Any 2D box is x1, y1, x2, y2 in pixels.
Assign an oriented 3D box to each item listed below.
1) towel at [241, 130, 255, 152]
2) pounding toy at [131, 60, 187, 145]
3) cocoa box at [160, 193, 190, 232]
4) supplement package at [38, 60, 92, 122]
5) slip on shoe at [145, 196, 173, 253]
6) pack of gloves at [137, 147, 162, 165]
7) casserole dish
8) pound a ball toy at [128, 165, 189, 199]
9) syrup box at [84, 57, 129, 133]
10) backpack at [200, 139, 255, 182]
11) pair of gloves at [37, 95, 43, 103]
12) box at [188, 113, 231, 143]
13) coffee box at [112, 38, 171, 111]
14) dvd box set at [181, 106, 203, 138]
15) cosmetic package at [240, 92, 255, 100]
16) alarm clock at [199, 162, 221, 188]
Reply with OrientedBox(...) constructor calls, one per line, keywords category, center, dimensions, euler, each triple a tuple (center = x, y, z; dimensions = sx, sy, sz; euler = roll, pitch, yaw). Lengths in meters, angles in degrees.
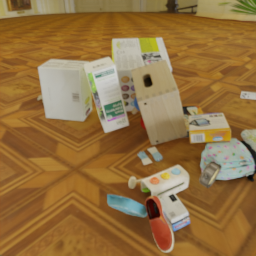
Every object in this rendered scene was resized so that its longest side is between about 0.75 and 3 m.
OrientedBox(category="towel", center=(5.956, 0.757, 10.713), dimensions=(2.539, 0.611, 2.173), euler=(-1, 27, -2))
OrientedBox(category="pounding toy", center=(0.976, -1.021, 11.739), dimensions=(2.122, 2.748, 2.985), euler=(-16, 41, 7))
OrientedBox(category="cocoa box", center=(1.281, 2.353, 7.877), dimensions=(0.545, 0.536, 0.818), euler=(-22, 34, -10))
OrientedBox(category="supplement package", center=(-2.861, -1.778, 13.162), dimensions=(1.943, 2.495, 1.383), euler=(6, 30, 10))
OrientedBox(category="slip on shoe", center=(0.769, 2.480, 7.301), dimensions=(0.543, 0.449, 1.466), euler=(-26, 61, 21))
OrientedBox(category="pack of gloves", center=(0.823, 1.112, 10.571), dimensions=(0.777, 0.182, 0.924), euler=(-17, 29, -10))
OrientedBox(category="casserole dish", center=(-0.005, 2.176, 7.709), dimensions=(0.880, 1.453, 0.282), euler=(0, 64, 36))
OrientedBox(category="pound a ball toy", center=(0.959, 1.648, 8.963), dimensions=(1.665, 0.707, 1.085), euler=(-17, 36, -24))
OrientedBox(category="syrup box", center=(-0.891, -1.345, 11.842), dimensions=(1.142, 2.900, 1.181), euler=(-18, 33, -7))
OrientedBox(category="backpack", center=(3.371, 1.076, 9.567), dimensions=(1.835, 1.161, 1.531), euler=(-8, 33, -10))
OrientedBox(category="pair of gloves", center=(-3.684, -1.861, 15.424), dimensions=(2.065, 0.426, 2.429), euler=(0, 28, 6))
OrientedBox(category="box", center=(2.968, -0.060, 10.478), dimensions=(1.361, 0.474, 2.286), euler=(-5, 16, 13))
OrientedBox(category="coffee box", center=(0.508, -2.637, 13.882), dimensions=(2.578, 2.603, 2.607), euler=(-3, 49, -4))
OrientedBox(category="dvd box set", center=(2.681, -0.324, 12.682), dimensions=(1.636, 0.329, 2.235), euler=(-4, 32, 1))
OrientedBox(category="cosmetic package", center=(6.624, -1.765, 15.329), dimensions=(0.822, 0.339, 0.208), euler=(6, 33, 12))
OrientedBox(category="alarm clock", center=(2.411, 1.403, 8.381), dimensions=(0.394, 0.798, 1.182), euler=(31, 15, 25))
